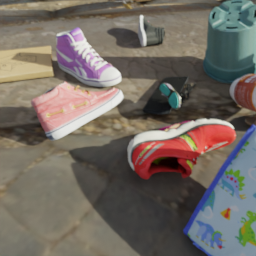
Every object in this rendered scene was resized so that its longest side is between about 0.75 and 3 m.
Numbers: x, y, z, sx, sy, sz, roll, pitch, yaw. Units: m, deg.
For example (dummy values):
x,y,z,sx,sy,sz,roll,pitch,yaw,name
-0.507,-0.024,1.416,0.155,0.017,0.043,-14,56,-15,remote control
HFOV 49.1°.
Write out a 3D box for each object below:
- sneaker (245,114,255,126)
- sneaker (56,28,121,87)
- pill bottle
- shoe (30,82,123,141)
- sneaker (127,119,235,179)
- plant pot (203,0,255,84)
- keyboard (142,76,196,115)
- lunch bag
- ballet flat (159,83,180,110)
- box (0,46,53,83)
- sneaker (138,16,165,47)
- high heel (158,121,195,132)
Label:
x,y,z,sx,sy,sz,roll,pitch,yaw,name
3.847,-0.334,7.925,1.227,0.432,0.463,-17,31,-27,sneaker
-1.462,-2.451,9.489,2.797,1.595,1.014,25,45,24,sneaker
3.575,-0.979,7.830,1.014,1.014,1.807,-3,13,-3,pill bottle
-1.302,-0.792,7.633,2.615,1.189,0.934,-35,17,-33,shoe
1.330,0.604,6.481,2.653,1.022,1.126,-14,47,-9,sneaker
3.434,-2.873,9.188,2.033,1.991,2.033,-9,55,14,plant pot
1.361,-0.938,8.720,1.187,0.452,2.281,4,37,27,keyboard
2.454,1.551,4.911,2.044,1.532,2.404,33,81,36,lunch bag
1.281,-0.902,7.939,0.395,0.395,1.098,-13,45,-15,ballet flat
-4.145,-2.346,10.321,2.661,0.283,2.176,-9,40,-11,box
1.016,-4.219,12.210,1.066,0.760,2.150,-2,46,-5,sneaker
1.348,0.069,7.163,1.276,0.613,0.430,-18,85,-9,high heel
